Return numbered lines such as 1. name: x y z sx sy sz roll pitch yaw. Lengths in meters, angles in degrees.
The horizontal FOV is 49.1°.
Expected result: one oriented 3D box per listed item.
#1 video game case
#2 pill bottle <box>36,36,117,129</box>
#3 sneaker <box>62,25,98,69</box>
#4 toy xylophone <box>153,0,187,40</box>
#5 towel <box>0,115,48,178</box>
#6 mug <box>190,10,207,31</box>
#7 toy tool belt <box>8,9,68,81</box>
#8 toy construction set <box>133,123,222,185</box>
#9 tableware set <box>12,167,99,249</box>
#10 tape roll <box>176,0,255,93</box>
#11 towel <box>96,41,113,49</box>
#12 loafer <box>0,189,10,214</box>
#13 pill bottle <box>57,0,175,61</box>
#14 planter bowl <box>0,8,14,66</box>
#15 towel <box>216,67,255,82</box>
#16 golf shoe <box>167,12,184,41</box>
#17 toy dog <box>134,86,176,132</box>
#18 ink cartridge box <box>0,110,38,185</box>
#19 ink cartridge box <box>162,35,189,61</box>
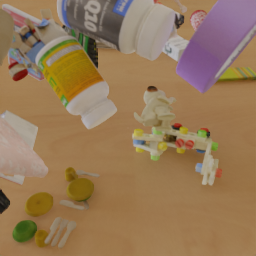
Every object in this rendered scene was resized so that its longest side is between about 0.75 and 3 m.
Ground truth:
1. video game case: -3.267 -2.628 8.806 1.445 2.021 0.176 29 45 14
2. pill bottle: -1.154 -1.015 6.569 1.115 1.115 2.008 -33 87 -32
3. sneaker: -1.682 -3.098 8.703 1.232 2.891 1.128 -4 27 -1
4. toy xylophone: 0.737 -3.098 7.578 1.828 1.338 0.459 21 59 -38
5. towel: -2.134 -0.033 4.090 0.318 1.971 1.882 -45 76 -4
6. mug: 2.617 -3.646 9.714 0.814 0.612 0.917 -14 43 15
7. toy tool belt: -2.425 -2.122 7.034 1.818 1.117 1.135 -38 7 -11
8. toy construction set: 1.432 0.496 7.540 2.455 1.131 1.610 26 23 17
9. tableware set: -1.671 1.821 6.672 1.451 0.330 2.153 9 43 15
10. tape roll: 2.393 -2.195 6.876 0.901 2.745 2.745 41 52 11
11. towel: -1.398 -4.424 13.820 2.264 0.390 1.500 5 42 6
12. loafer: -2.176 0.785 3.730 0.558 1.643 0.577 32 61 32
13. pill bottle: -0.250 -2.471 6.201 2.338 1.330 1.330 28 47 13
14. planter bowl: -2.464 -1.420 4.610 1.145 1.145 0.771 -6 86 0
15. towel: 4.021 -2.153 11.371 2.199 0.199 0.946 -4 36 -3
16. golf shoe: 1.178 -3.062 8.551 0.554 1.173 0.456 28 44 -17
17. toy dog: 0.659 -0.502 6.835 1.012 0.728 1.043 -4 56 6
18. ink cartridge box: -2.534 0.454 6.026 0.383 0.828 1.520 -28 44 33
19. ink cartridge box: 2.262 -3.661 12.788 0.990 0.570 1.356 -20 45 -22
